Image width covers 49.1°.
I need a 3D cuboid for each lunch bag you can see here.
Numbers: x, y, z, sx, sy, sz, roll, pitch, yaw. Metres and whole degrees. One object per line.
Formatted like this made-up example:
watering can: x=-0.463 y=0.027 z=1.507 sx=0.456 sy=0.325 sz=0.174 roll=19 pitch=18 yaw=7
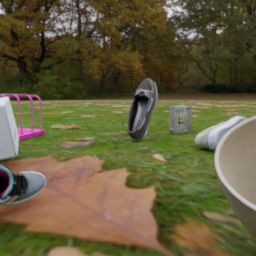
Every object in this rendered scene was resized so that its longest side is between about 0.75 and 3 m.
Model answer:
lunch bag: x=2.144 y=-0.367 z=11.720 sx=0.793 sy=1.106 sz=1.348 roll=6 pitch=10 yaw=30

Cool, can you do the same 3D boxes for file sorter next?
file sorter: x=-4.554 y=-0.409 z=10.162 sx=1.788 sy=1.614 sz=2.573 roll=2 pitch=8 yaw=17

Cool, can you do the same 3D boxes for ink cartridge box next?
ink cartridge box: x=-3.981 y=0.140 z=6.100 sx=2.832 sy=1.176 sz=2.076 roll=-10 pitch=14 yaw=-19

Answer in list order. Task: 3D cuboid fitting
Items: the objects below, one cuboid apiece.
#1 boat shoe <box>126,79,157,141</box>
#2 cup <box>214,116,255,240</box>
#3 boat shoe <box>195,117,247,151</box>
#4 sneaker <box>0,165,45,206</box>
boat shoe: x=0.485 y=-0.749 z=9.861 sx=0.800 sy=2.394 sz=0.682 roll=5 pitch=-18 yaw=27
cup: x=1.747 y=0.696 z=2.775 sx=1.599 sy=1.143 sz=1.599 roll=-13 pitch=31 yaw=8
boat shoe: x=3.061 y=0.141 z=8.894 sx=2.547 sy=0.917 sz=0.790 roll=-10 pitch=9 yaw=-44
sneaker: x=-1.660 y=0.787 z=3.915 sx=1.277 sy=0.534 sz=0.771 roll=-8 pitch=-18 yaw=-43
